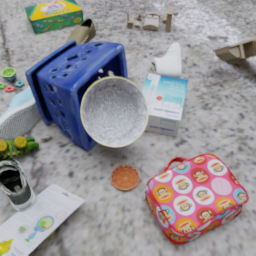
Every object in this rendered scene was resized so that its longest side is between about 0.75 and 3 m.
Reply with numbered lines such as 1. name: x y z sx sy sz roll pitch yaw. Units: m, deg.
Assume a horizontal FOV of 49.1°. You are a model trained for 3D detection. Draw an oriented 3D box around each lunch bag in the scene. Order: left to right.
1. lunch bag: 1.865 1.872 8.308 2.643 1.083 2.328 -19 51 -16

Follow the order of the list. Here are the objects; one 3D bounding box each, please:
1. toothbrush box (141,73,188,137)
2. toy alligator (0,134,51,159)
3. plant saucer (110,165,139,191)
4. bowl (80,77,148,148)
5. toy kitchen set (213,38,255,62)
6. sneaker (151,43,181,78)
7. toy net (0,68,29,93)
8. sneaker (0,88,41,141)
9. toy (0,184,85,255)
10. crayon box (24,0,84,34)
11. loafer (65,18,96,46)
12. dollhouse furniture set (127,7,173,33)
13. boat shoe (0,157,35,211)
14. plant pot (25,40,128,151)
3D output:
1. toothbrush box: 1.296 -0.935 10.855 1.692 0.986 2.311 12 51 11
2. toy alligator: -3.637 0.666 9.431 2.414 0.800 0.580 -11 75 -39
3. plant saucer: -0.101 1.636 9.150 0.950 0.153 0.950 0 50 0
4. bowl: -0.522 -0.463 8.715 2.106 0.988 2.106 0 89 -21
5. toy kitchen set: 5.325 -2.448 12.130 2.442 2.701 2.994 -18 11 -20
6. sneaker: 1.714 -3.204 12.953 1.317 0.840 2.280 4 50 0
7. toy net: -4.612 -1.964 12.138 2.166 0.418 1.136 14 50 11
8. sneaker: -4.092 -0.641 10.648 1.228 1.108 2.998 17 42 24
9. toy: -2.550 2.743 7.764 1.489 0.610 2.585 16 36 34
10. crayon box: -4.116 -6.304 15.669 2.835 0.826 1.684 -20 52 -17
11. loafer: -2.473 -4.696 14.219 1.006 0.893 2.647 13 50 11
12. dollhouse furniture set: 1.207 -6.131 15.375 2.411 1.067 1.250 8 49 7
13. boat shoe: -3.646 1.443 8.658 0.914 0.823 2.585 -32 43 -26
14. plant pot: -1.801 -1.397 10.117 2.586 2.876 2.876 22 52 26
